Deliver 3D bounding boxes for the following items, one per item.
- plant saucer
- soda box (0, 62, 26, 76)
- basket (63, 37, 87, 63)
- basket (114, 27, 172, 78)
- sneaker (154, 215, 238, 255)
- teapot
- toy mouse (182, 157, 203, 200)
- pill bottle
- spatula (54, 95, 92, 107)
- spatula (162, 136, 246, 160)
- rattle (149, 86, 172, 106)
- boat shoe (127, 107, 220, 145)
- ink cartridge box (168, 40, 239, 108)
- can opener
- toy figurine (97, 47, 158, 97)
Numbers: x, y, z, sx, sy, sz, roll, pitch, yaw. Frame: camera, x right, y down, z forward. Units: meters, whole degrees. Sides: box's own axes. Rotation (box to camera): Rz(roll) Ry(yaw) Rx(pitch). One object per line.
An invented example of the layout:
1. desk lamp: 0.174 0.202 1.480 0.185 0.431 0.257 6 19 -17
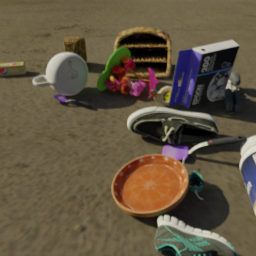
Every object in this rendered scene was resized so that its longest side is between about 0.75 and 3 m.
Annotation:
1. plant saucer: 0.568 1.476 7.300 2.007 0.324 2.007 -11 34 8
2. soda box: -5.735 -2.847 13.556 1.456 0.493 0.466 -6 36 -7
3. basket: -2.627 -3.773 14.075 1.042 1.399 0.998 -3 36 -5
4. basket: 0.714 -3.669 13.460 2.727 1.946 2.031 3 34 5
5. sneaker: 1.361 2.569 5.949 1.786 0.693 0.815 13 53 24
6. teapot: -2.741 -2.282 11.727 1.394 1.884 1.909 22 -1 37
7. toy mouse: 1.446 1.568 7.428 1.636 0.317 1.454 -26 38 -26
8. pill bottle: 3.605 1.242 7.104 1.287 1.287 2.317 3 35 4
9. spatula: -2.207 -1.063 11.216 1.752 0.180 0.495 15 23 23
10. spatula: 2.212 0.566 8.370 2.490 0.256 0.704 -16 29 26
11. rattle: 1.265 -1.389 11.174 1.265 0.823 0.903 -2 43 -15
12. boat shoe: 1.456 -0.001 9.071 2.974 1.052 0.947 1 34 -1
13. ink cartridge box: 2.815 -1.912 10.563 2.439 2.416 0.529 -16 45 -20
14. can opener: 4.294 -1.567 11.496 0.628 0.787 2.355 7 36 11
15. toy figurine: 0.154 -2.027 11.809 2.080 1.697 2.260 32 69 24
